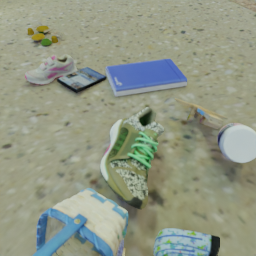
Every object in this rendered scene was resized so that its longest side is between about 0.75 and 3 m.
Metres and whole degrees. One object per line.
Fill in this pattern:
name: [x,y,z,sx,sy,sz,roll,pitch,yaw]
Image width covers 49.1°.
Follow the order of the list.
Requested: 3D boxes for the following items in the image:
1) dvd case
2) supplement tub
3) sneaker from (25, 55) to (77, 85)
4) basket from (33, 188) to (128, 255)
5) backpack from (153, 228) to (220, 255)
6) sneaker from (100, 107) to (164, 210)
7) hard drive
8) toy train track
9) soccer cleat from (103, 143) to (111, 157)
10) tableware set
dvd case: [-1.633,-1.738,9.997,1.032,0.127,1.447,31,45,28]
supplement tub: [2.550,0.333,6.518,0.844,0.844,1.203,11,7,12]
sneaker: [-2.780,-2.174,10.054,1.885,0.832,0.767,-22,45,-23]
basket: [-0.911,2.073,4.364,1.442,1.828,2.073,28,38,23]
backpack: [0.974,2.167,4.949,1.041,0.849,0.800,21,45,16]
sneaker: [0.216,0.413,6.225,1.131,1.303,2.941,33,28,-22]
hard drive: [0.604,-1.869,10.091,2.539,0.322,1.675,-10,42,-11]
toy train track: [1.941,-0.270,7.401,1.557,0.442,2.715,20,11,0]
soccer cleat: [-0.470,0.628,7.209,0.333,0.310,0.909,1,44,1]
tableware set: [-3.953,-4.284,12.980,1.917,0.294,1.291,30,52,29]
